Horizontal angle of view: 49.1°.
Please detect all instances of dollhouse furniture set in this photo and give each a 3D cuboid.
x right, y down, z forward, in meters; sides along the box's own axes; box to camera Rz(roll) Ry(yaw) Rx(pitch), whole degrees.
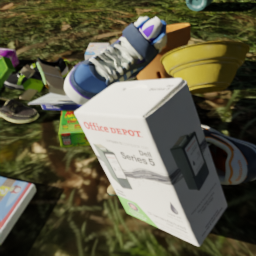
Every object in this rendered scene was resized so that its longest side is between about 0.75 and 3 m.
[{"bbox_3d":[-2.411,-1.144,6.994,1.839,0.710,0.919,4,50,-57],"label":"dollhouse furniture set"}]

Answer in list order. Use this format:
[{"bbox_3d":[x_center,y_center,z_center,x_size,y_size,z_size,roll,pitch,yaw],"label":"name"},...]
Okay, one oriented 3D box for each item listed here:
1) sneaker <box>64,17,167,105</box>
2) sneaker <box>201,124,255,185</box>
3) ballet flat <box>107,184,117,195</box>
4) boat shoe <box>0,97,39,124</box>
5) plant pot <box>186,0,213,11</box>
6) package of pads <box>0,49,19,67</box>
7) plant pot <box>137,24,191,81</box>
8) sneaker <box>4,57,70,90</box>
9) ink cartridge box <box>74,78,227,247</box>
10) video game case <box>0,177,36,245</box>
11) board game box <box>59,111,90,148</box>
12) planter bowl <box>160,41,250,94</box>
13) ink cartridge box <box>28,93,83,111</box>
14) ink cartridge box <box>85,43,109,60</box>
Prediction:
[{"bbox_3d":[-0.123,-1.762,6.500,1.121,2.037,2.782,48,43,5],"label":"sneaker"},{"bbox_3d":[1.516,0.480,6.040,1.029,1.016,2.591,-6,11,-31],"label":"sneaker"},{"bbox_3d":[0.010,1.185,6.312,1.053,0.344,0.371,-18,41,-22],"label":"ballet flat"},{"bbox_3d":[-3.530,-0.576,8.404,1.735,0.562,0.635,10,39,12],"label":"boat shoe"},{"bbox_3d":[4.514,-8.384,17.567,1.971,1.971,1.852,17,56,20],"label":"plant pot"},{"bbox_3d":[-5.418,-2.650,10.976,1.855,0.702,1.118,8,41,10],"label":"package of pads"},{"bbox_3d":[1.025,-2.506,9.685,2.365,1.656,2.365,-10,23,4],"label":"plant pot"},{"bbox_3d":[-3.258,-2.051,9.971,2.352,0.974,0.843,-13,40,-17],"label":"sneaker"},{"bbox_3d":[0.401,0.532,4.835,1.050,2.499,1.818,-40,28,-31],"label":"ink cartridge box"},{"bbox_3d":[-3.742,1.709,5.705,2.964,0.259,2.119,9,39,11],"label":"video game case"},{"bbox_3d":[-0.782,-0.062,7.789,2.122,0.505,1.078,-4,38,-5],"label":"board game box"},{"bbox_3d":[1.619,-1.149,5.923,1.826,0.760,1.826,-4,-3,0],"label":"planter bowl"},{"bbox_3d":[-1.284,-0.817,8.015,2.157,0.476,2.197,3,24,21],"label":"ink cartridge box"},{"bbox_3d":[-1.176,-2.791,11.066,0.823,0.802,1.281,2,38,2],"label":"ink cartridge box"}]
